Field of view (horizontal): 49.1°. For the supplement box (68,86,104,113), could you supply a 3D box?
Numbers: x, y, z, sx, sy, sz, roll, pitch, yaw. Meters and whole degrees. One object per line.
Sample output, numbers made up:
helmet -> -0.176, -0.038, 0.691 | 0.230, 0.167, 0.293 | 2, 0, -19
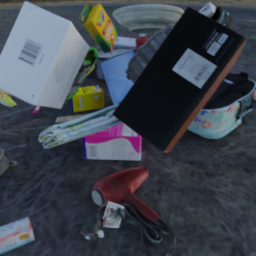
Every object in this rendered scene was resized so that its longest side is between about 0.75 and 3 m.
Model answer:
supplement box -> -1.922, -1.317, 12.604 | 1.493, 0.818, 0.813 | -10, 32, -18

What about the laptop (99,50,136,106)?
laptop -> 0.653, -1.707, 11.727 | 2.992, 1.734, 2.802 | 27, 37, 20

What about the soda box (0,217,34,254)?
soda box -> -2.881, 2.566, 6.433 | 1.316, 0.450, 0.418 | -15, 34, -24

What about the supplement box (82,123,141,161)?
supplement box -> -0.500, 0.442, 9.500 | 1.900, 0.961, 0.982 | 2, 31, 4

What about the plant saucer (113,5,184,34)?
plant saucer -> 0.667, -3.503, 9.275 | 2.343, 0.588, 2.343 | -1, 11, 0

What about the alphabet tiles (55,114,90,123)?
alphabet tiles -> -1.539, -0.391, 10.661 | 2.364, 0.107, 2.829 | -6, 7, -11

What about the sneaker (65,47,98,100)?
sneaker -> -1.913, -2.022, 10.001 | 0.940, 1.027, 2.410 | 33, 65, -9

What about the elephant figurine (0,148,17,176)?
elephant figurine -> -4.229, 0.792, 8.382 | 1.066, 1.507, 1.169 | 5, 31, 8

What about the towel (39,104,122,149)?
towel -> -1.217, -0.034, 7.694 | 2.213, 0.533, 1.894 | -19, 1, -31

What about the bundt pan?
bundt pan -> 1.316, -2.063, 9.053 | 2.786, 2.786, 1.046 | -24, 74, -34

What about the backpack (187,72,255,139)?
backpack -> 3.015, -0.874, 10.527 | 2.854, 2.148, 2.533 | -28, 42, -35

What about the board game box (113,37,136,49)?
board game box -> -0.085, -4.734, 17.216 | 2.506, 0.546, 2.518 | 12, -8, 21

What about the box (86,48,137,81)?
box -> -0.913, -3.566, 15.680 | 2.214, 1.376, 2.232 | 17, 34, 39

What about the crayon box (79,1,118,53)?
crayon box -> -1.270, -4.576, 12.647 | 0.515, 2.030, 1.288 | -6, 54, 32

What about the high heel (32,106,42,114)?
high heel -> -4.014, -0.915, 12.349 | 0.277, 0.395, 0.823 | 7, 31, 11

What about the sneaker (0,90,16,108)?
sneaker -> -4.108, -1.188, 9.092 | 1.319, 0.596, 0.515 | 42, -2, -2

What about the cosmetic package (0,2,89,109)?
cosmetic package -> -2.366, -1.861, 7.981 | 1.394, 2.260, 2.268 | 26, 2, 4

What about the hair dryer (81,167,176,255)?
hair dryer -> 0.076, 2.041, 7.345 | 2.197, 0.784, 2.885 | 18, 35, -4

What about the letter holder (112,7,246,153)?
letter holder -> 1.275, -0.939, 6.851 | 1.448, 2.879, 2.046 | 37, 4, 17

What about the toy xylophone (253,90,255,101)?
toy xylophone -> 6.485, -1.356, 13.132 | 1.025, 0.352, 1.400 | -6, 31, -11

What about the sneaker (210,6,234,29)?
sneaker -> 2.056, -2.436, 7.355 | 1.570, 0.622, 0.592 | -52, 37, 3

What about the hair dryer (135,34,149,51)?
hair dryer -> 1.175, -3.607, 12.439 | 1.790, 2.350, 0.639 | 36, 44, -16

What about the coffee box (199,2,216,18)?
coffee box -> 3.079, -4.303, 11.653 | 0.874, 1.529, 0.610 | 21, 54, -32
